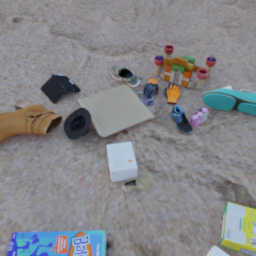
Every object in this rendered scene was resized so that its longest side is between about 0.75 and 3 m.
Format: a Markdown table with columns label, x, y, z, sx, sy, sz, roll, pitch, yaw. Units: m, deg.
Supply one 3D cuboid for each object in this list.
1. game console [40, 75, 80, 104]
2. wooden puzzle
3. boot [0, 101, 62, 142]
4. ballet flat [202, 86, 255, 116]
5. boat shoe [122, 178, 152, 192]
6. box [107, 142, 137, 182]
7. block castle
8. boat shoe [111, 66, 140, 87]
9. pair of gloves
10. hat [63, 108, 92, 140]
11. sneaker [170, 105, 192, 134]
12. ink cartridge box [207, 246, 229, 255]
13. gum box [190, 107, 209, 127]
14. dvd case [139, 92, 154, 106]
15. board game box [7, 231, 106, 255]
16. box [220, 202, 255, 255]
| label | x | y | z | sx | sy | sz | roll | pitch | yaw |
| --- | --- | --- | --- | --- | --- | --- | --- | --- | --- |
| game console | -3.139 | -1.795 | 13.001 | 1.240 | 0.820 | 1.410 | -5 | 39 | -47 |
| wooden puzzle | -0.536 | -0.751 | 11.837 | 2.544 | 0.474 | 2.353 | -19 | 51 | -22 |
| boot | -4.005 | -0.028 | 10.796 | 2.039 | 0.971 | 2.635 | 19 | 50 | 17 |
| ballet flat | 4.565 | -1.226 | 11.912 | 2.947 | 0.992 | 1.037 | 12 | 52 | 3 |
| boat shoe | 0.327 | 1.886 | 9.464 | 1.068 | 0.344 | 0.380 | -14 | 49 | -13 |
| box | -0.229 | 1.192 | 9.898 | 0.919 | 0.642 | 1.206 | -7 | 48 | -6 |
| block castle | 2.658 | -3.046 | 13.334 | 2.650 | 1.243 | 1.771 | 23 | 48 | 19 |
| boat shoe | -0.216 | -2.559 | 13.214 | 0.687 | 0.575 | 1.923 | -47 | 50 | -8 |
| pair of gloves | 1.539 | -1.710 | 12.788 | 1.670 | 0.206 | 1.487 | 13 | 48 | 6 |
| hat | -1.858 | -0.082 | 11.025 | 1.408 | 0.568 | 1.408 | -15 | 58 | 26 |
| sneaker | 2.153 | -0.337 | 11.348 | 0.502 | 0.562 | 1.371 | -16 | 51 | -24 |
| ink cartridge box | 1.857 | 4.513 | 5.874 | 2.039 | 2.049 | 2.793 | 30 | 55 | 25 |
| gum box | 2.924 | -0.443 | 11.511 | 0.860 | 0.488 | 0.284 | -32 | 55 | -26 |
| dvd case | 0.806 | -1.333 | 12.618 | 0.661 | 0.071 | 0.889 | 1 | 47 | 1 |
| board game box | -1.945 | 3.849 | 7.481 | 2.655 | 0.597 | 2.019 | -1 | 47 | -1 |
| box | 3.951 | 3.130 | 8.205 | 2.240 | 0.542 | 1.314 | 13 | 48 | 15 |
